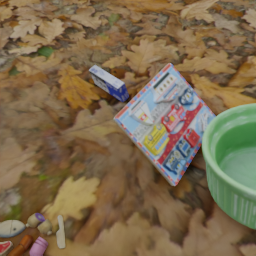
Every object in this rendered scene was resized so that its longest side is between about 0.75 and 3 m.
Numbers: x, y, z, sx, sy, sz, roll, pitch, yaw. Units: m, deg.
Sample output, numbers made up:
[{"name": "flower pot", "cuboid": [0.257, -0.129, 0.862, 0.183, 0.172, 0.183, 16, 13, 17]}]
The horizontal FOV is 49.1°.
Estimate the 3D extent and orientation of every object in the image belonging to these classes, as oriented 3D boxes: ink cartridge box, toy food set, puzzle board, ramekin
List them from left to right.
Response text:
[{"name": "toy food set", "cuboid": [-2.197, 2.330, 5.920, 1.627, 0.256, 1.034, -11, 50, -9]}, {"name": "ink cartridge box", "cuboid": [-0.603, -1.392, 8.750, 0.306, 0.650, 1.383, -44, 56, -15]}, {"name": "puzzle board", "cuboid": [1.114, -0.248, 6.976, 2.071, 0.239, 2.749, 49, 51, -8]}, {"name": "ramekin", "cuboid": [3.076, 0.835, 6.137, 2.857, 1.395, 2.857, -7, 39, 6]}]
